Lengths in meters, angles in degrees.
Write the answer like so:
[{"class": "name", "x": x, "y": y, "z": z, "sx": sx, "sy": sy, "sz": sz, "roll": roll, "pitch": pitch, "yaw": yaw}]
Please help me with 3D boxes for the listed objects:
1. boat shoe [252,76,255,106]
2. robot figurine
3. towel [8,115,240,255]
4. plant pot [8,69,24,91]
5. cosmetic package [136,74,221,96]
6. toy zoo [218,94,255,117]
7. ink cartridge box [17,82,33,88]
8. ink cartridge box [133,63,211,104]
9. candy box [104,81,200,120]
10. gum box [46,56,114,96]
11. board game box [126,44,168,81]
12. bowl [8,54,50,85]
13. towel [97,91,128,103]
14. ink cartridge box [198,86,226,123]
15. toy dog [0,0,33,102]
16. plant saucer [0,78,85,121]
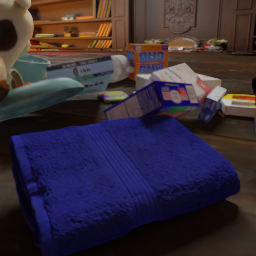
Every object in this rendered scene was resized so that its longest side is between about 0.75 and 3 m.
[{"class": "boat shoe", "x": 3.857, "y": -0.716, "z": 7.424, "sx": 0.875, "sy": 1.049, "sz": 2.812, "roll": 0, "pitch": 33, "yaw": 14}, {"class": "robot figurine", "x": -0.690, "y": -3.029, "z": 14.314, "sx": 1.938, "sy": 1.290, "sz": 2.285, "roll": 6, "pitch": 19, "yaw": 22}, {"class": "towel", "x": -0.092, "y": 0.644, "z": 4.139, "sx": 2.906, "sy": 0.720, "sz": 2.146, "roll": -9, "pitch": 35, "yaw": -27}, {"class": "plant pot", "x": -4.229, "y": -1.243, "z": 9.384, "sx": 1.149, "sy": 1.255, "sz": 1.255, "roll": -11, "pitch": 19, "yaw": 1}, {"class": "cosmetic package", "x": 1.967, "y": -1.753, "z": 11.448, "sx": 2.796, "sy": 0.722, "sz": 2.108, "roll": -6, "pitch": 21, "yaw": -18}, {"class": "toy zoo", "x": 4.168, "y": -0.692, "z": 8.880, "sx": 2.909, "sy": 0.298, "sz": 1.909, "roll": 8, "pitch": 20, "yaw": 21}, {"class": "ink cartridge box", "x": -3.352, "y": -1.150, "z": 9.339, "sx": 1.406, "sy": 0.354, "sz": 0.766, "roll": 20, "pitch": 48, "yaw": 16}, {"class": "ink cartridge box", "x": 1.235, "y": -0.995, "z": 7.649, "sx": 2.024, "sy": 0.683, "sz": 1.179, "roll": -26, "pitch": 69, "yaw": -42}, {"class": "candy box", "x": 0.491, "y": -0.403, "z": 5.991, "sx": 1.318, "sy": 0.600, "sz": 1.559, "roll": -5, "pitch": -14, "yaw": -45}, {"class": "gum box", "x": -1.632, "y": -1.622, "z": 9.457, "sx": 1.996, "sy": 0.523, "sz": 2.349, "roll": -13, "pitch": -5, "yaw": -13}, {"class": "board game box", "x": 0.977, "y": -3.627, "z": 15.258, "sx": 1.817, "sy": 1.817, "sz": 1.818, "roll": -5, "pitch": 19, "yaw": -15}, {"class": "bowl", "x": -4.652, "y": -2.268, "z": 11.380, "sx": 2.706, "sy": 1.415, "sz": 2.706, "roll": 13, "pitch": 17, "yaw": -4}, {"class": "towel", "x": -0.518, "y": -1.173, "z": 10.568, "sx": 1.028, "sy": 0.163, "sz": 1.431, "roll": -5, "pitch": 20, "yaw": -18}, {"class": "ink cartridge box", "x": 2.469, "y": -0.713, "z": 8.156, "sx": 0.322, "sy": 0.686, "sz": 1.459, "roll": 26, "pitch": 30, "yaw": 18}, {"class": "toy dog", "x": -2.894, "y": -1.530, "z": 5.917, "sx": 2.288, "sy": 1.647, "sz": 2.360, "roll": -14, "pitch": 49, "yaw": 27}, {"class": "plant saucer", "x": -2.475, "y": -0.727, "z": 7.164, "sx": 2.753, "sy": 0.377, "sz": 2.753, "roll": -20, "pitch": 4, "yaw": 1}]
